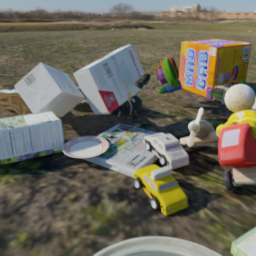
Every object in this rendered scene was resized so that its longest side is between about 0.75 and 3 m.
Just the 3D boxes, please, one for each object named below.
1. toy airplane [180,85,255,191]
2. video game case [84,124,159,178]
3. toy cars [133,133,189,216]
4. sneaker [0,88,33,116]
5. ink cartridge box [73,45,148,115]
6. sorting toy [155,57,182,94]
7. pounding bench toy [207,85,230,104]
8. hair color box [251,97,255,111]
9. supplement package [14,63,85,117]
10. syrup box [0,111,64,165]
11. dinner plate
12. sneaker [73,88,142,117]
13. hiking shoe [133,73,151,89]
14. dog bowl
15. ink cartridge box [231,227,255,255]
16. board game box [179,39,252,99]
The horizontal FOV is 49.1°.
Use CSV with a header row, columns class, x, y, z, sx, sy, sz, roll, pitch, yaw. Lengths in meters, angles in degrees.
class,x,y,z,sx,sy,sz,roll,pitch,yaw
toy airplane,2.916,-0.043,6.545,2.947,2.079,2.934,-20,4,-5
video game case,-0.042,0.514,7.670,1.953,0.236,2.142,15,28,31
toy cars,0.800,0.758,6.347,1.221,0.603,2.723,10,30,8
sneaker,-3.615,-1.090,10.454,2.726,0.955,1.479,16,30,38
ink cartridge box,-0.451,-1.465,8.478,0.797,1.403,1.925,-4,27,48
sorting toy,1.388,-1.915,10.547,0.894,1.309,2.178,-19,14,20
pounding bench toy,3.823,-1.330,11.457,0.943,0.586,0.735,-7,25,-16
hair color box,4.805,-0.087,8.225,1.441,0.872,2.882,-19,30,-36
supplement package,-2.418,-1.124,8.947,1.135,1.121,1.872,-38,-7,9
syrup box,-2.947,0.278,7.297,2.328,0.948,0.917,-13,24,-26
dinner plate,-1.088,0.522,7.214,1.175,0.142,1.175,-1,26,1
sneaker,-0.769,-1.198,10.553,2.871,1.114,1.239,9,22,20
hiking shoe,0.414,-1.367,7.897,0.304,0.403,0.801,35,30,5
dog bowl,0.359,2.288,2.790,2.395,0.883,2.395,1,24,0
ink cartridge box,2.241,2.004,4.250,0.772,0.254,1.061,-14,26,-30
board game box,3.887,-2.797,12.821,2.163,2.165,2.164,-14,27,-28
